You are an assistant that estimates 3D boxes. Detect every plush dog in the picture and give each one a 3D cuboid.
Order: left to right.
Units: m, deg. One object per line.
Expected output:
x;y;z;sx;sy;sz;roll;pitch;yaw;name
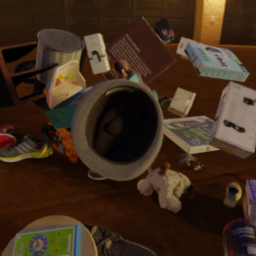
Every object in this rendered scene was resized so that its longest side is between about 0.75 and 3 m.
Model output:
1.180;1.531;7.819;1.266;1.182;1.474;11;9;-45;plush dog

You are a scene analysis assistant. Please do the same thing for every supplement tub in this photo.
2.279;2.572;5.327;0.880;0.880;1.646;6;23;15;supplement tub

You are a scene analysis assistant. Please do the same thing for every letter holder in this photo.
-2.656;-1.423;7.503;1.825;1.292;2.568;-24;15;-30;letter holder

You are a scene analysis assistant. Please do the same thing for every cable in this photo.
-2.155;0.367;7.429;0.887;0.431;0.223;-33;-13;14;cable

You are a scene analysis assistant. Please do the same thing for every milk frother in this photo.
-2.859;-2.271;9.702;2.510;2.361;2.265;18;36;-4;milk frother

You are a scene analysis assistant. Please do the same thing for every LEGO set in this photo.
2.168;1.091;9.658;0.664;0.290;1.023;-18;28;-37;LEGO set

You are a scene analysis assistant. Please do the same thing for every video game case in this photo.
2.895;0.183;11.635;2.660;0.342;2.926;-6;23;-20;video game case

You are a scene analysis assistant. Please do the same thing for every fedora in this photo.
-0.217;0.032;5.017;1.601;1.811;0.818;26;-19;-13;fedora

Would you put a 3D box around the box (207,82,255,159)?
2.914;-0.226;7.524;1.068;0.551;1.832;21;66;2;box

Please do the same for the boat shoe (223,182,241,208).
2.943;1.799;7.865;0.405;0.349;1.110;14;26;30;boat shoe

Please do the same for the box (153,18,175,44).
1.488;-3.961;11.543;0.549;0.899;0.477;-28;3;1;box

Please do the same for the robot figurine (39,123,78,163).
-2.175;0.362;10.635;1.959;0.786;2.702;-7;23;-34;robot figurine

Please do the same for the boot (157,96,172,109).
1.977;-1.402;15.412;1.446;0.522;1.092;-14;23;-42;boot

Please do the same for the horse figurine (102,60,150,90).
0.115;-1.532;9.606;2.784;0.695;1.845;38;20;-32;horse figurine

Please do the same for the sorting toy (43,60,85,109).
-1.279;-0.953;5.557;0.488;0.823;0.914;43;54;9;sorting toy

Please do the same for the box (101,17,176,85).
0.185;-2.740;11.767;2.626;2.179;2.157;-38;6;4;box

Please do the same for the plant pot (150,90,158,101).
1.358;-1.911;16.548;0.850;0.572;0.850;0;22;0;plant pot

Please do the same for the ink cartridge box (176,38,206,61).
2.648;-3.168;11.555;1.241;0.714;0.421;20;3;2;ink cartridge box

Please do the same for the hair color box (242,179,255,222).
3.127;2.017;6.668;0.509;0.859;1.571;6;23;13;hair color box

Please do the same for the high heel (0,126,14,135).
-4.967;0.181;11.527;0.707;0.496;1.470;-24;28;-25;high heel

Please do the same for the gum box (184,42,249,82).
2.687;-2.032;8.594;1.601;0.357;1.360;4;44;-19;gum box

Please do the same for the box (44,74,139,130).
-0.960;-0.648;7.557;2.656;0.653;1.093;-9;30;36;box

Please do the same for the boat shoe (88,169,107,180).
-0.186;0.972;9.352;2.582;0.736;0.863;-15;27;-32;boat shoe

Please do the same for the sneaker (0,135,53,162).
-3.749;0.665;10.003;1.993;0.807;0.736;-8;24;-18;sneaker

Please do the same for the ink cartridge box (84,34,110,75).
-0.669;-1.608;6.125;0.332;0.800;0.587;-11;15;5;ink cartridge box

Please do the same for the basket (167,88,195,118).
1.912;-0.909;10.155;0.677;0.834;0.842;24;-5;4;basket

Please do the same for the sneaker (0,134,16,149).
-5.039;0.732;10.278;1.780;0.685;0.756;-11;35;-7;sneaker

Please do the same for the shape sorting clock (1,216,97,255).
-1.511;2.579;5.079;2.009;0.394;2.009;-6;49;7;shape sorting clock

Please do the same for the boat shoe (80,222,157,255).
-0.690;2.439;5.624;2.679;0.868;0.981;4;24;12;boat shoe
